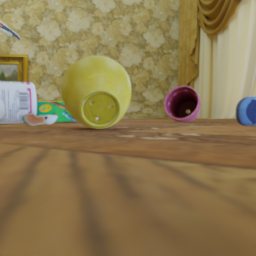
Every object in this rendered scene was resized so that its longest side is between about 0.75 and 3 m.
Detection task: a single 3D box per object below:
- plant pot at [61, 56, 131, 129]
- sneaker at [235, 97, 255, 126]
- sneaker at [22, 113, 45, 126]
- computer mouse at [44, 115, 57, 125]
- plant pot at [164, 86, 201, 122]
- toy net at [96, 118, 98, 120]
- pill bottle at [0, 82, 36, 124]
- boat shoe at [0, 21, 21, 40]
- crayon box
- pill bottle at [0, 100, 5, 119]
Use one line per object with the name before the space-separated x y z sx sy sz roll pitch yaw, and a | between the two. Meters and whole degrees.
plant pot | -0.588 -0.554 5.506 1.479 1.479 1.050 0 28 -10
sneaker | 3.897 -0.446 7.597 2.207 0.816 0.908 -2 5 -24
sneaker | -2.689 -0.207 7.721 0.387 0.346 0.969 -5 -3 11
computer mouse | -2.727 -0.227 9.073 0.650 0.260 1.186 4 -7 -44
plant pot | 2.637 -0.960 12.967 1.610 1.610 1.441 1 -13 26
toy net | -1.136 -0.400 13.024 1.365 0.264 0.716 1 3 38
pill bottle | -4.592 -0.870 9.630 2.602 1.475 1.475 -1 3 -26
boat shoe | -4.470 -3.572 10.418 0.984 0.308 0.350 36 -1 -43
crayon box | -3.092 -0.706 12.178 1.735 0.851 2.922 -2 4 -17
pill bottle | -4.393 -0.541 7.914 0.940 0.940 1.720 1 3 21
